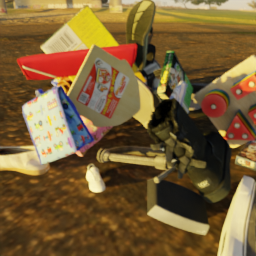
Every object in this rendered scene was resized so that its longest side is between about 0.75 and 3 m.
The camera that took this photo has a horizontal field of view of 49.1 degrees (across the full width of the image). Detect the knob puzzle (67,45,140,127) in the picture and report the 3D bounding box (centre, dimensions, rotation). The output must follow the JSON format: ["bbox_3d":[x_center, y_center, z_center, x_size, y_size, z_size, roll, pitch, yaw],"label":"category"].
[{"bbox_3d":[-0.432,-0.781,6.324,1.850,1.850,0.257,-14,11,-27],"label":"knob puzzle"}]

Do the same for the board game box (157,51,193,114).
[{"bbox_3d":[1.594,-1.212,9.065,0.303,1.354,2.585,5,-16,27],"label":"board game box"}]

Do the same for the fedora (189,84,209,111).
[{"bbox_3d":[2.584,-1.231,11.409,1.837,0.829,1.625,-4,25,-5],"label":"fedora"}]

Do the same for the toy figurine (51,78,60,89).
[{"bbox_3d":[-3.038,-2.104,13.558,1.336,1.177,2.231,-42,37,-14],"label":"toy figurine"}]

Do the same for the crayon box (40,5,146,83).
[{"bbox_3d":[-0.968,-1.900,8.309,1.741,2.742,0.696,-40,23,3],"label":"crayon box"}]

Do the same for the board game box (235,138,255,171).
[{"bbox_3d":[3.849,0.749,7.962,1.076,0.275,1.588,18,31,33],"label":"board game box"}]

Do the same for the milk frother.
[{"bbox_3d":[0.948,-2.022,12.013,2.692,2.429,2.532,40,37,7],"label":"milk frother"}]

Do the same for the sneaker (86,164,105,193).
[{"bbox_3d":[-0.825,1.203,6.827,0.357,0.455,0.916,-13,29,-24],"label":"sneaker"}]

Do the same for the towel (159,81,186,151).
[{"bbox_3d":[1.202,-0.362,7.334,0.225,1.388,1.890,13,27,15],"label":"towel"}]

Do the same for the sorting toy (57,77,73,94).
[{"bbox_3d":[-1.624,-0.904,9.697,2.415,1.451,0.991,38,42,14],"label":"sorting toy"}]

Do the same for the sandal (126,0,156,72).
[{"bbox_3d":[0.459,-3.398,10.466,1.041,2.622,0.748,25,30,26],"label":"sandal"}]

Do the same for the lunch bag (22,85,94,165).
[{"bbox_3d":[-1.464,-0.101,5.396,1.014,1.347,0.633,-21,8,30],"label":"lunch bag"}]

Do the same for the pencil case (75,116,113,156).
[{"bbox_3d":[-0.835,-0.113,6.655,0.728,0.696,1.682,26,67,41],"label":"pencil case"}]

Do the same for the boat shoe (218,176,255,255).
[{"bbox_3d":[2.168,1.928,4.822,0.945,0.997,2.852,19,31,18],"label":"boat shoe"}]

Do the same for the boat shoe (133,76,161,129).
[{"bbox_3d":[0.501,-0.790,8.656,0.962,2.649,0.831,-23,40,24],"label":"boat shoe"}]

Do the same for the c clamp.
[{"bbox_3d":[0.294,0.704,7.032,2.737,0.371,2.338,3,9,41],"label":"c clamp"}]

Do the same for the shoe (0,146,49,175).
[{"bbox_3d":[-3.347,0.749,7.503,2.531,0.676,0.885,3,26,6],"label":"shoe"}]

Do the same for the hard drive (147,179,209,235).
[{"bbox_3d":[0.990,1.502,5.481,1.311,0.277,0.884,24,38,-16],"label":"hard drive"}]

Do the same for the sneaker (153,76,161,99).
[{"bbox_3d":[1.339,-1.614,11.857,0.718,0.841,1.908,14,0,18],"label":"sneaker"}]

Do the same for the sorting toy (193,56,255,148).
[{"bbox_3d":[3.025,-0.504,7.504,1.966,1.978,0.688,-35,6,40],"label":"sorting toy"}]

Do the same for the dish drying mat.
[{"bbox_3d":[-1.217,-1.625,7.100,2.827,0.257,1.086,-8,-17,-8],"label":"dish drying mat"}]

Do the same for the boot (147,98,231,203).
[{"bbox_3d":[1.339,0.209,6.068,0.907,2.009,2.452,-34,14,27],"label":"boot"}]
